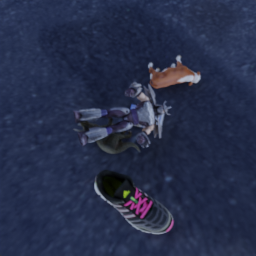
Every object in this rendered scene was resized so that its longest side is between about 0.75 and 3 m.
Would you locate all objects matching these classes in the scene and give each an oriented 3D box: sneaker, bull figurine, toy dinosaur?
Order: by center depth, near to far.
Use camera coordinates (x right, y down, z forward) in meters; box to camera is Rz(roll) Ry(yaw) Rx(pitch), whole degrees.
[{"bbox_3d":[0.048,1.837,7.164,2.399,1.049,0.885,31,69,21],"label":"sneaker"},{"bbox_3d":[-0.546,0.348,8.587,2.087,0.803,1.068,36,74,17],"label":"toy dinosaur"},{"bbox_3d":[1.660,-1.975,10.184,1.928,0.628,1.171,-13,54,-10],"label":"bull figurine"}]

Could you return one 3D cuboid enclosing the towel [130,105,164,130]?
[{"bbox_3d":[0.582,-0.355,9.332,1.190,0.142,0.874,13,55,9],"label":"towel"}]

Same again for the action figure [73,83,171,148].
[{"bbox_3d":[-0.053,-0.267,8.319,2.966,1.029,1.930,-13,85,-14],"label":"action figure"}]
